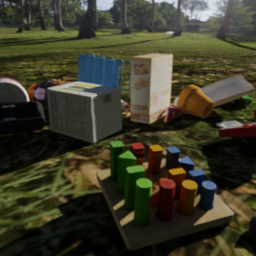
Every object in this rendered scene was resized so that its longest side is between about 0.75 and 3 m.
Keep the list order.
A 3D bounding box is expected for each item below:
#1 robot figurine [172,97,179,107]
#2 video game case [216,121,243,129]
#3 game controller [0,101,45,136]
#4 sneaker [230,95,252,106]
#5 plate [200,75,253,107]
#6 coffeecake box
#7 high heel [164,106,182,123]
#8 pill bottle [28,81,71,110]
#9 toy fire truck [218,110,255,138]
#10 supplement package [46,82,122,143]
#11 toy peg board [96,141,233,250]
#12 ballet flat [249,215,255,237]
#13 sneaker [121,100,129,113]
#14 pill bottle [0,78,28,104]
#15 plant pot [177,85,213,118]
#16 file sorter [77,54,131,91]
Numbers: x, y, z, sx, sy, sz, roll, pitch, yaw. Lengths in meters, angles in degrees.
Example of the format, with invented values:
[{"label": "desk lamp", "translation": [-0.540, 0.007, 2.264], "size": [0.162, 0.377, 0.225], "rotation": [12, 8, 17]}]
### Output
[{"label": "robot figurine", "translation": [2.635, -1.202, 13.551], "size": [0.905, 0.511, 0.767], "rotation": [11, 26, 27]}, {"label": "video game case", "translation": [4.115, -0.064, 11.044], "size": [0.919, 0.107, 0.836], "rotation": [-7, 22, -19]}, {"label": "game controller", "translation": [-4.419, -0.373, 10.464], "size": [2.465, 0.519, 1.286], "rotation": [-6, 60, -20]}, {"label": "sneaker", "translation": [5.655, -1.545, 14.490], "size": [0.747, 0.685, 1.754], "rotation": [1, 28, -19]}, {"label": "plate", "translation": [4.629, -1.728, 13.998], "size": [2.615, 0.423, 2.609], "rotation": [-19, 21, 15]}, {"label": "coffeecake box", "translation": [1.002, -1.718, 11.873], "size": [0.958, 2.622, 2.013], "rotation": [12, 22, 30]}, {"label": "high heel", "translation": [1.942, -0.490, 11.890], "size": [0.700, 0.492, 1.460], "rotation": [22, 25, 4]}, {"label": "pill bottle", "translation": [-3.195, -1.428, 12.785], "size": [2.580, 1.371, 1.371], "rotation": [6, 21, 12]}, {"label": "toy fire truck", "translation": [4.548, -0.024, 9.484], "size": [2.390, 1.340, 2.007], "rotation": [-11, 4, -30]}, {"label": "supplement package", "translation": [-1.607, -0.673, 10.409], "size": [2.204, 1.661, 1.673], "rotation": [13, 24, 33]}, {"label": "toy peg board", "translation": [0.702, 1.088, 6.079], "size": [2.302, 1.131, 2.312], "rotation": [-8, 28, -19]}, {"label": "ballet flat", "translation": [2.573, 2.005, 5.111], "size": [0.342, 0.292, 1.028], "rotation": [-6, 21, -16]}, {"label": "sneaker", "translation": [-0.381, -0.772, 12.070], "size": [0.503, 0.543, 1.346], "rotation": [27, 43, 3]}, {"label": "pill bottle", "translation": [-5.218, -1.314, 12.039], "size": [1.586, 1.586, 2.846], "rotation": [-9, 16, -23]}, {"label": "plant pot", "translation": [3.015, -1.054, 12.297], "size": [1.297, 1.297, 1.188], "rotation": [-17, 41, -38]}, {"label": "file sorter", "translation": [-1.223, -2.916, 15.111], "size": [2.535, 1.759, 1.555], "rotation": [1, 7, -38]}]
